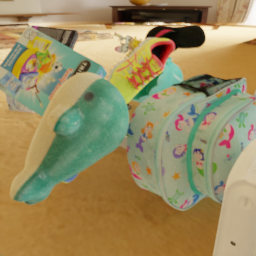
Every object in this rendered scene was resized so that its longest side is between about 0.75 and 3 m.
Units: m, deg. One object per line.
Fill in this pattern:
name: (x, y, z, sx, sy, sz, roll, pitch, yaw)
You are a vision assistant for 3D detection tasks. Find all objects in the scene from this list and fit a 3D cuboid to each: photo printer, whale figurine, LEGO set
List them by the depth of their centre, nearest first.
photo printer: (1.931, 1.167, 4.317, 0.692, 1.992, 1.658, 17, 29, 32)
whale figurine: (-0.841, 0.274, 4.546, 1.226, 1.880, 2.363, 29, 69, 4)
LEGO set: (-0.064, -2.740, 9.946, 0.826, 1.020, 2.218, 22, -7, 13)

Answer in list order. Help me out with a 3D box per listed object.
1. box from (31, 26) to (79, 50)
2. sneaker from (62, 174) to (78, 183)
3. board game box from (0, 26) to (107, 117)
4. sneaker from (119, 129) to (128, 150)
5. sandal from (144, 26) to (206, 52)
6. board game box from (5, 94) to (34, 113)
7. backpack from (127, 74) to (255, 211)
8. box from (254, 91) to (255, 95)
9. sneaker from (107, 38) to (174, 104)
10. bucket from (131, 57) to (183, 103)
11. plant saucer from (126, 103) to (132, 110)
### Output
box: (-2.131, -2.269, 7.576, 1.373, 0.248, 0.982, 10, 66, 12)
sneaker: (-1.068, 0.659, 6.095, 0.398, 0.474, 1.209, 36, 52, -7)
board game box: (-1.701, -1.057, 5.933, 2.004, 1.513, 0.470, 30, -6, 15)
sneaker: (0.024, 0.283, 7.907, 1.327, 0.469, 0.658, 11, 32, 30)
sandal: (1.454, -3.094, 9.938, 2.669, 1.002, 0.601, 12, 49, 48)
board game box: (-3.928, -1.094, 10.147, 1.028, 1.033, 0.224, 7, 28, 15)
backpack: (1.372, 0.311, 5.682, 2.712, 2.408, 2.042, -20, 27, -27)
box: (3.126, -0.517, 6.654, 0.301, 0.770, 1.263, 14, 54, 30)
sneaker: (0.385, -1.668, 7.926, 1.174, 1.016, 2.599, 12, 63, 54)
bucket: (0.828, -1.697, 9.813, 1.327, 2.040, 2.040, 18, 9, -42)
plant saucer: (-0.253, -0.821, 10.651, 0.777, 0.125, 0.777, -1, 26, 0)
